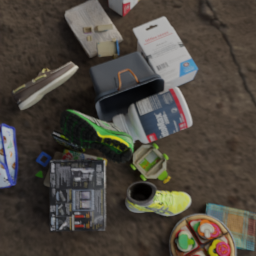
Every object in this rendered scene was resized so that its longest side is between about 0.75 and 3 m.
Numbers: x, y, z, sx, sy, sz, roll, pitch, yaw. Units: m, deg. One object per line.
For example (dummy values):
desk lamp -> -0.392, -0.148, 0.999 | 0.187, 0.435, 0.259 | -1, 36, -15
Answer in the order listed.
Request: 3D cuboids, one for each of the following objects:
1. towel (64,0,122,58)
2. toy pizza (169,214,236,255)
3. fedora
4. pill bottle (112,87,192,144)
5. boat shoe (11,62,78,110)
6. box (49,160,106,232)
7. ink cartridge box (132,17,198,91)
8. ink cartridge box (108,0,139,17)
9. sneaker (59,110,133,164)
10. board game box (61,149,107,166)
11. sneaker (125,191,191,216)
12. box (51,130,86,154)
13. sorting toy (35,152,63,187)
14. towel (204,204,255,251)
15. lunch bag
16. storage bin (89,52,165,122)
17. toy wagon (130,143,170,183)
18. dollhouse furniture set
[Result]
towel -> -1.600, -4.519, 12.504 | 1.755, 0.457, 2.648 | -30, 75, -9
toy pizza -> 2.492, 4.017, 9.457 | 2.209, 0.350, 2.209 | -6, 60, 10
fedora -> 0.462, 2.241, 9.188 | 1.064, 0.481, 0.941 | 5, 42, 30
pill bottle -> 0.862, -0.320, 10.465 | 2.650, 1.584, 1.584 | -22, 73, 6
boat shoe -> -3.341, -1.847, 11.200 | 2.828, 1.016, 0.842 | -36, 93, 0
box -> -1.764, 2.348, 9.897 | 1.921, 0.606, 2.436 | -2, 87, -1
ink cartridge box -> 1.449, -3.072, 11.765 | 1.637, 0.957, 2.822 | -24, 74, -7
ink cartridge box -> 0.146, -6.452, 12.486 | 0.952, 1.675, 2.299 | 37, 75, 11
sneaker -> -1.075, 0.203, 9.609 | 2.743, 1.168, 1.070 | 30, 117, -6
board game box -> -1.665, 1.363, 10.396 | 1.637, 0.245, 0.782 | 13, 82, -2
sneaker -> 1.080, 2.649, 9.924 | 2.348, 0.897, 0.885 | -3, 66, -2
box -> -2.208, 0.553, 10.511 | 1.170, 1.130, 0.278 | 22, 75, 8
sorting toy -> -2.345, 1.704, 10.539 | 2.358, 0.321, 1.328 | 19, 77, -1
towel -> 3.613, 3.543, 10.032 | 1.853, 0.201, 1.359 | 11, 73, 3
lunch bag -> -5.160, 1.133, 10.210 | 1.925, 1.402, 2.264 | -8, 82, 0
storage bin -> -0.227, -1.789, 10.978 | 2.756, 2.005, 1.851 | -22, 63, -7
toy wagon -> 0.919, 1.426, 10.584 | 1.271, 0.324, 1.638 | -42, 75, -5
dollhouse furniture set -> -1.178, -3.558, 11.798 | 1.318, 0.911, 1.396 | -12, 107, -14
